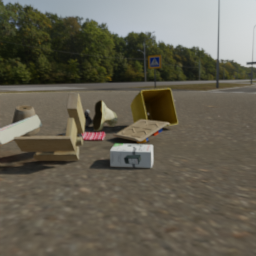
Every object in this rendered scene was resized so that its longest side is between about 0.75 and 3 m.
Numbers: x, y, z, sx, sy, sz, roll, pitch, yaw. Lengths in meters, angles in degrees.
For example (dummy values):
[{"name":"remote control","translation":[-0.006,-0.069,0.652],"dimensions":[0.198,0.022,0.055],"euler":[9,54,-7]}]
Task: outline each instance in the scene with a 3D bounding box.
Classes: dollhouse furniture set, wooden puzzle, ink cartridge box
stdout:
[{"name":"dollhouse furniture set","translation":[-2.203,0.012,8.357],"dimensions":[1.476,1.811,1.722],"euler":[-1,-33,0]},{"name":"wooden puzzle","translation":[0.506,0.162,10.901],"dimensions":[1.725,0.399,1.598],"euler":[-26,21,-33]},{"name":"ink cartridge box","translation":[0.123,0.778,7.938],"dimensions":[1.146,0.482,0.836],"euler":[1,10,7]}]

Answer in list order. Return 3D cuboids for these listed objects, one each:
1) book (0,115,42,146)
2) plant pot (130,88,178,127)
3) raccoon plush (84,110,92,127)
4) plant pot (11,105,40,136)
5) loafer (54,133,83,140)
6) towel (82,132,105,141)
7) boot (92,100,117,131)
[{"name":"book","translation":[-3.792,0.324,8.277],"dimensions":[2.187,0.526,1.461],"euler":[-17,12,33]},{"name":"plant pot","translation":[1.080,-0.779,13.379],"dimensions":[1.750,1.750,1.543],"euler":[-9,-6,-31]},{"name":"raccoon plush","translation":[-1.842,-0.469,13.590],"dimensions":[0.494,1.022,0.685],"euler":[44,37,13]},{"name":"plant pot","translation":[-4.155,-0.354,11.263],"dimensions":[1.125,0.976,1.125],"euler":[5,23,-2]},{"name":"loafer","translation":[-2.148,0.412,9.958],"dimensions":[1.341,0.488,0.485],"euler":[-6,1,40]},{"name":"towel","translation":[-1.715,0.334,11.307],"dimensions":[1.491,0.168,1.078],"euler":[1,11,2]},{"name":"boot","translation":[-1.065,-0.351,13.367],"dimensions":[0.598,1.660,1.284],"euler":[-22,-41,27]}]
